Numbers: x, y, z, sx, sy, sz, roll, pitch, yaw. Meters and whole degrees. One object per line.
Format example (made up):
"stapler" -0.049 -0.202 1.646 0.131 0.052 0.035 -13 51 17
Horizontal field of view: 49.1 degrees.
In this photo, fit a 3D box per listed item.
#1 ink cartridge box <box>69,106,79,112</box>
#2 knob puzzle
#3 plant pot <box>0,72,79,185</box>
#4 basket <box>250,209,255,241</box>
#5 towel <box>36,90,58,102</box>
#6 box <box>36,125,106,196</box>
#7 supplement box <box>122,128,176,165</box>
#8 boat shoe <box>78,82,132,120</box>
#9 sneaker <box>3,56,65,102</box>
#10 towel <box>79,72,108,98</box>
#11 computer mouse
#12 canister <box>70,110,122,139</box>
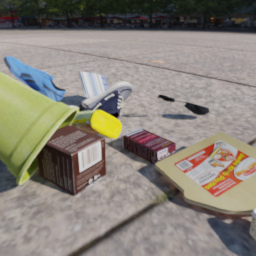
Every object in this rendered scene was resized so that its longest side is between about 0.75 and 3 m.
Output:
"ink cartridge box" -2.425 -0.598 11.160 0.870 0.507 0.294 -2 39 -46
"knob puzzle" 2.589 1.297 7.254 3.193 0.443 3.193 -5 31 3
"plant pot" -2.922 -0.196 7.244 2.271 2.471 2.471 37 27 -4
"basket" 2.956 2.089 5.448 0.687 0.625 1.013 -6 26 -15
"towel" -3.742 -0.418 9.874 2.823 1.576 0.685 -17 3 -36
"box" -1.531 0.807 7.588 1.483 1.217 1.230 17 29 34
"supplement box" 0.641 0.561 9.000 0.878 0.491 1.614 -20 29 -36
"boat shoe" -0.561 -0.927 11.616 1.307 1.053 2.820 36 52 28
"sneaker" -4.129 -2.311 12.629 1.156 2.949 0.972 -42 23 10
"towel" -1.522 -1.921 12.880 0.203 1.251 1.704 -22 -10 35
"computer mouse" 2.227 -0.890 11.288 2.346 0.399 0.688 14 8 -15
"canister" -1.145 -0.097 9.208 1.234 0.719 1.661 28 -17 -34
